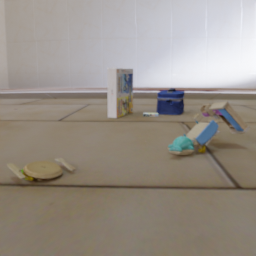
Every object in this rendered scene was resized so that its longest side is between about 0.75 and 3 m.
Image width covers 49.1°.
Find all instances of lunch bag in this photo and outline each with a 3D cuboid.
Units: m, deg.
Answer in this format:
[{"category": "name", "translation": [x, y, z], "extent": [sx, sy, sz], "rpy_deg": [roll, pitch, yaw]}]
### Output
[{"category": "lunch bag", "translation": [2.674, -1.725, 17.663], "extent": [1.620, 1.577, 2.384], "rpy_deg": [3, 11, 16]}]

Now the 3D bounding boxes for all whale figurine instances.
[{"category": "whale figurine", "translation": [1.632, 0.556, 8.700], "extent": [0.843, 0.550, 1.059], "rpy_deg": [4, 5, 31]}]

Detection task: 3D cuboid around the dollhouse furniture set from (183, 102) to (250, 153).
[{"category": "dollhouse furniture set", "translation": [2.840, 0.197, 9.745], "extent": [1.864, 1.216, 1.760], "rpy_deg": [-46, 11, -8]}]

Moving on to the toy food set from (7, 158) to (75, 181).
[{"category": "toy food set", "translation": [-2.143, 1.102, 7.006], "extent": [1.465, 0.294, 1.011], "rpy_deg": [-3, 17, -41]}]

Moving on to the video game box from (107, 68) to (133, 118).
[{"category": "video game box", "translation": [-0.418, -2.131, 16.572], "extent": [0.659, 2.814, 2.563], "rpy_deg": [5, 13, 24]}]

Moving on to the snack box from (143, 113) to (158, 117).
[{"category": "snack box", "translation": [1.325, -0.779, 16.562], "extent": [0.872, 0.162, 0.507], "rpy_deg": [1, 11, 4]}]
